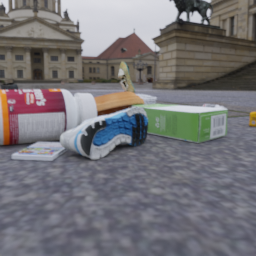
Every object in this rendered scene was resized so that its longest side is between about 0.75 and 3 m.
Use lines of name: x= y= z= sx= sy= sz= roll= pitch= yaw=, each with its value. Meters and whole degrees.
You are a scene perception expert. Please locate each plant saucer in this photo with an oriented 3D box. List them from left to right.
plant saucer: x=-0.869 y=-0.735 z=10.086 sx=2.894 sy=0.542 sz=2.894 roll=-13 pitch=-2 yaw=-1

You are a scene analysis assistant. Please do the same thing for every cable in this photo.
cable: x=0.323 y=-1.346 z=14.976 sx=2.373 sy=0.821 sz=2.372 roll=3 pitch=4 yaw=18

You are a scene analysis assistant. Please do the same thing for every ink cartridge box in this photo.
ink cartridge box: x=1.436 y=-0.241 z=8.701 sx=1.465 sy=0.837 sz=2.821 roll=-9 pitch=13 yaw=-41

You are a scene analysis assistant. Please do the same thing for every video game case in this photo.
video game case: x=-1.917 y=0.519 z=6.409 sx=0.897 sy=0.113 sz=1.253 roll=2 pitch=10 yaw=8

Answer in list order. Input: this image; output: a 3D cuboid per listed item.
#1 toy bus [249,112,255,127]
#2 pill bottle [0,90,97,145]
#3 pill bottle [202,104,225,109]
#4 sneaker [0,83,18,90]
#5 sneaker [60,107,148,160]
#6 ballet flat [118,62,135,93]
toy bus: x=5.103 y=-0.313 z=9.889 sx=1.505 sy=0.589 sz=0.490 roll=4 pitch=9 yaw=21
pill bottle: x=-2.247 y=-0.335 z=7.596 sx=2.562 sy=1.403 sz=1.403 roll=-5 pitch=11 yaw=-26
pill bottle: x=3.914 y=-0.790 z=12.892 sx=0.542 sy=0.542 sz=0.935 roll=-9 pitch=14 yaw=-44
sneaker: x=-5.937 y=-1.601 z=14.699 sx=1.076 sy=1.528 sz=2.877 roll=-2 pitch=10 yaw=-14
sneaker: x=-0.514 y=0.039 z=6.869 sx=1.156 sy=1.000 sz=2.668 roll=1 pitch=8 yaw=38
ballet flat: x=-0.134 y=-1.848 z=10.567 sx=0.468 sy=1.324 sz=0.468 roll=-19 pitch=-1 yaw=0
